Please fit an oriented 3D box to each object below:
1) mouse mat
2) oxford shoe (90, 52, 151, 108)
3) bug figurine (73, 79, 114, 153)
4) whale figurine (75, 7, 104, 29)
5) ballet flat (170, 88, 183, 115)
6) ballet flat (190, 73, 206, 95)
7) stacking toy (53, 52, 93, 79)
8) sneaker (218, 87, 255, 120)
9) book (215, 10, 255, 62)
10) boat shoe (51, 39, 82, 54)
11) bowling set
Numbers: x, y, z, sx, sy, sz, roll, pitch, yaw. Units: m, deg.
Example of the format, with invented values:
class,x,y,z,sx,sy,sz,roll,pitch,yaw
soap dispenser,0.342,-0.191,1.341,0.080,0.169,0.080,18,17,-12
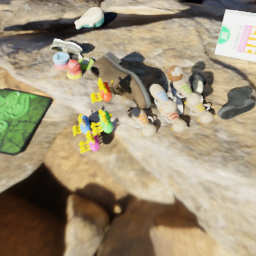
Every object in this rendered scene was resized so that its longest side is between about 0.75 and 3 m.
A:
class,x,y,z,sx,sy,sz,roll,pitch,yaw
mouse mat,-3.787,-0.297,8.685,2.073,0.097,2.576,11,45,6
oxford shoe,-0.317,-1.363,9.090,1.167,1.004,2.764,-33,52,-16
bug figurine,-0.887,-0.250,7.696,0.539,2.094,1.624,10,48,-30
whale figurine,-1.709,-4.849,12.718,1.372,0.712,1.092,-26,53,8
ballet flat,1.566,-0.919,9.198,0.390,0.390,1.087,-4,48,-3
ballet flat,2.350,-1.435,9.136,0.514,0.602,1.810,25,26,4
stacking toy,-2.051,-2.572,10.552,1.405,0.593,1.272,33,56,26
sneaker,3.410,-0.830,9.050,1.656,0.497,0.864,-17,46,-16
book,4.776,-3.410,10.559,2.558,1.709,0.615,14,51,13
boat shoe,-2.447,-3.129,11.086,1.435,0.513,0.429,21,72,25
bowling set,1.353,-0.783,8.217,2.493,1.735,1.338,-21,53,-13
